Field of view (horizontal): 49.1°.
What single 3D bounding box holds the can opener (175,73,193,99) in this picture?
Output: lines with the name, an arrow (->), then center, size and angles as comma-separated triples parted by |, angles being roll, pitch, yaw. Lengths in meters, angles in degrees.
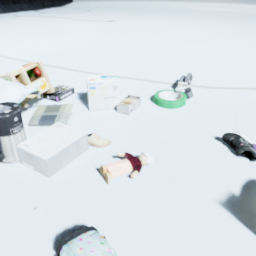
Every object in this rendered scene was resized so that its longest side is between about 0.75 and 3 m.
can opener -> 2.612, -1.955, 12.815 | 0.636, 0.802, 2.415 | -17, 20, 22

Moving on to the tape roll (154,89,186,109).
tape roll -> 1.764, -1.225, 11.803 | 1.356, 0.326, 1.356 | -1, 31, 0

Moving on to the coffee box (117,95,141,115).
coffee box -> 0.035, -0.928, 11.219 | 0.572, 0.399, 1.000 | 14, 33, 23

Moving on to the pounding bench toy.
pounding bench toy -> -4.371, -1.798, 11.493 | 2.128, 1.322, 1.660 | 4, 33, 40

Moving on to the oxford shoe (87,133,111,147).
oxford shoe -> -1.037, 0.371, 8.976 | 1.030, 0.380, 0.364 | 4, 26, -6

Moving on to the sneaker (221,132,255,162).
sneaker -> 3.441, 0.563, 8.596 | 1.380, 0.523, 0.604 | 27, 45, 38

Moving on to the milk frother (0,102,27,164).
milk frother -> -3.944, 0.101, 8.273 | 1.525, 1.590, 1.690 | -26, 39, -38

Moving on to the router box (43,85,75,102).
router box -> -3.052, -1.540, 12.367 | 0.858, 0.294, 1.151 | 16, 34, 25

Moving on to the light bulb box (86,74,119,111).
light bulb box -> -1.014, -1.425, 11.221 | 1.245, 1.256, 0.784 | -6, 31, -11

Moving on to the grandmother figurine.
grandmother figurine -> -0.001, 1.036, 7.864 | 1.568, 0.475, 0.951 | -13, 58, -27

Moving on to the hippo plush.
hippo plush -> -4.254, -0.609, 9.548 | 2.251, 1.793, 1.810 | 8, 70, -22

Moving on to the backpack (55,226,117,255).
backpack -> -0.692, 2.429, 5.132 | 0.998, 0.757, 1.196 | -19, 37, -33

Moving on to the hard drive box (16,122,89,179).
hard drive box -> -2.214, 0.595, 8.368 | 1.296, 0.639, 1.663 | 19, 35, 29

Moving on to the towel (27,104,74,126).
towel -> -2.893, -0.474, 10.673 | 1.481, 0.266, 1.538 | -2, 32, 2
